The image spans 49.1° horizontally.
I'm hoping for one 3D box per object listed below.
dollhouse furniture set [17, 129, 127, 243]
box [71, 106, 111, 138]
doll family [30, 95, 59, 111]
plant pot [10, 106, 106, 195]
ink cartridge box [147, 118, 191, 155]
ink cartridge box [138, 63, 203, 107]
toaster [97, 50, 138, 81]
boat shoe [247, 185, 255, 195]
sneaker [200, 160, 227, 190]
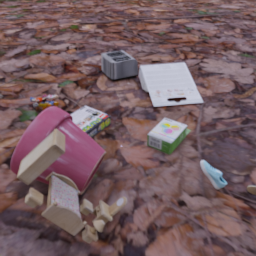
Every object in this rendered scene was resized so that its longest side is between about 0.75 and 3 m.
[{"bbox_3d":[-1.090,1.460,6.338,1.137,2.569,1.332,-41,26,8],"label":"dollhouse furniture set"},{"bbox_3d":[-1.927,0.031,10.575,1.358,0.428,2.467,23,40,27],"label":"box"},{"bbox_3d":[-3.520,-1.071,12.193,0.861,0.625,1.387,5,16,19],"label":"doll family"},{"bbox_3d":[-1.826,0.801,7.996,1.982,2.214,2.214,30,39,3],"label":"plant pot"},{"bbox_3d":[1.551,0.163,10.287,0.943,0.539,1.817,21,40,28],"label":"ink cartridge box"},{"bbox_3d":[1.960,-1.958,13.528,2.411,0.847,2.967,-6,54,-9],"label":"ink cartridge box"},{"bbox_3d":[-0.552,-3.310,14.904,1.803,1.070,1.630,-15,36,-21],"label":"toaster"},{"bbox_3d":[3.852,1.803,8.155,0.752,0.270,0.244,6,21,16],"label":"boat shoe"},{"bbox_3d":[2.466,1.282,8.010,0.402,0.981,0.362,-34,8,32],"label":"sneaker"}]
